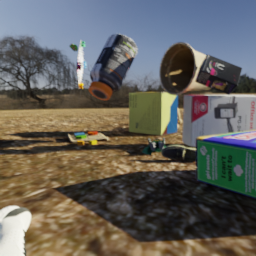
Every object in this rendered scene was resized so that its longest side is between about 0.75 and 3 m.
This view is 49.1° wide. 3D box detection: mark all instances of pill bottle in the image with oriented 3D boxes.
[{"bbox_3d":[-0.726,-2.566,12.125,1.463,2.755,1.463,20,-21,8],"label":"pill bottle"}]

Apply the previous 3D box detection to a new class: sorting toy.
[{"bbox_3d":[-1.846,0.436,12.924,1.766,0.317,2.371,-2,6,-15],"label":"sorting toy"}]

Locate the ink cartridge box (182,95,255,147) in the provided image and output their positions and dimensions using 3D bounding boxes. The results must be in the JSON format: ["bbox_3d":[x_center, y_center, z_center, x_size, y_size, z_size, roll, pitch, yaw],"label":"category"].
[{"bbox_3d":[3.838,-0.332,11.689,2.874,2.087,1.198,-1,6,-7],"label":"ink cartridge box"}]

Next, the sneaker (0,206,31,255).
[{"bbox_3d":[-1.398,1.433,3.155,0.649,0.598,1.623,10,12,0],"label":"sneaker"}]

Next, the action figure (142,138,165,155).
[{"bbox_3d":[1.084,0.632,10.603,1.099,0.509,1.861,-3,3,4],"label":"action figure"}]

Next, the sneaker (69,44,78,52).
[{"bbox_3d":[-2.639,-3.944,13.860,0.322,0.295,0.769,45,1,-44],"label":"sneaker"}]

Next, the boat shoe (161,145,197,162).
[{"bbox_3d":[1.711,0.813,8.806,1.327,0.474,0.436,5,2,6],"label":"boat shoe"}]

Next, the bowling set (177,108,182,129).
[{"bbox_3d":[2.367,-0.396,17.810,1.751,1.350,2.515,-18,-2,29],"label":"bowling set"}]

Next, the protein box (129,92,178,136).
[{"bbox_3d":[1.386,-0.853,15.673,2.296,2.279,1.549,6,8,42],"label":"protein box"}]

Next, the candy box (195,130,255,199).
[{"bbox_3d":[3.403,0.769,6.045,2.508,1.142,2.966,-6,8,-36],"label":"candy box"}]

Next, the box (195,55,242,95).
[{"bbox_3d":[3.515,-2.065,10.932,1.485,0.908,0.788,22,-25,2],"label":"box"}]

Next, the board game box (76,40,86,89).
[{"bbox_3d":[-2.315,-3.110,13.939,0.225,1.737,1.737,5,-32,-3],"label":"board game box"}]

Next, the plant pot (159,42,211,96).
[{"bbox_3d":[2.955,-2.581,12.774,2.102,2.297,2.297,-1,6,-33],"label":"plant pot"}]
